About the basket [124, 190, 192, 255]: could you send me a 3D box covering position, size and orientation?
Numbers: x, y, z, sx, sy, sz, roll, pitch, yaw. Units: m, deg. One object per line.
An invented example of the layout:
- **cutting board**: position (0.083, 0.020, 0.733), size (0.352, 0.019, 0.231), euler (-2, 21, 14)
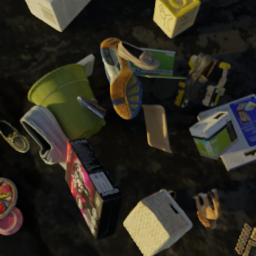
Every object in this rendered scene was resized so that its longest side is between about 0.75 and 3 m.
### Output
- **basket**: position (0.887, 2.964, 8.694), size (1.168, 1.452, 1.439), euler (-6, 48, -48)

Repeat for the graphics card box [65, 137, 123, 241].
- **graphics card box**: position (-1.065, 1.623, 7.864), size (0.642, 1.583, 2.523), euler (-9, 38, -30)

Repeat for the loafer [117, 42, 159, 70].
- **loafer**: position (0.312, -2.117, 8.224), size (1.335, 0.420, 0.480), euler (24, 68, 4)

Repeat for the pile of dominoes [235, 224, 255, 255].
- **pile of dominoes**: position (4.188, 3.917, 9.476), size (0.843, 0.172, 1.081), euler (28, 75, 8)

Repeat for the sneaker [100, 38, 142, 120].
- **sneaker**: position (-0.177, -1.535, 9.137), size (0.996, 1.166, 2.645), euler (-12, 83, -2)

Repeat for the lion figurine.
- **lion figurine**: position (2.209, 2.260, 7.629), size (0.569, 1.569, 0.961), euler (-15, 69, 3)

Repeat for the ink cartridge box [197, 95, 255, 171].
- **ink cartridge box**: position (4.127, 0.165, 10.422), size (2.305, 0.548, 2.332), euler (-19, 76, -7)

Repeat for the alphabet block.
- **alphabet block**: position (1.943, -4.754, 11.431), size (1.307, 1.331, 1.300), euler (-37, 78, -10)

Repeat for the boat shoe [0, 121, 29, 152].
- **boat shoe**: position (-4.196, 0.303, 10.122), size (1.504, 0.449, 0.537), euler (42, 79, 15)

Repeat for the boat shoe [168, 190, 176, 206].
- **boat shoe**: position (1.257, 2.650, 9.759), size (0.406, 0.343, 1.140), euler (37, 77, 10)

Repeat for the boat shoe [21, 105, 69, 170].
- **boat shoe**: position (-2.462, 0.637, 9.053), size (0.988, 0.968, 2.776), euler (-46, 115, -38)

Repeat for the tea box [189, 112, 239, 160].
- **tea box**: position (2.758, 0.224, 8.977), size (1.125, 0.751, 1.106), euler (-34, 109, -21)

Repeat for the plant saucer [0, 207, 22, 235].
- **plant saucer**: position (-4.148, 3.197, 9.653), size (0.942, 0.239, 0.942), euler (0, 74, 0)

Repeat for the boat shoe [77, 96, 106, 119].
- **boat shoe**: position (-1.116, -0.706, 8.721), size (1.009, 0.364, 0.365), euler (41, 73, -25)

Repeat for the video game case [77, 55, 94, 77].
- **video game case**: position (-2.049, -1.860, 10.341), size (1.795, 1.636, 0.197), euler (-37, 88, -14)

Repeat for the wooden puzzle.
- **wooden puzzle**: position (0.994, -0.020, 9.550), size (0.302, 1.499, 1.620), euler (-17, 101, -18)

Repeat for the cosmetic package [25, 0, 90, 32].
- **cosmetic package**: position (-2.919, -5.555, 11.456), size (1.734, 1.732, 2.102), euler (34, 76, 10)

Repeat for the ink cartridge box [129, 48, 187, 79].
- **ink cartridge box**: position (0.895, -2.284, 9.824), size (1.832, 2.479, 0.939), euler (-2, 105, -27)

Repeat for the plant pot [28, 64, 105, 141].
- **plant pot**: position (-1.873, -0.670, 9.614), size (2.228, 2.228, 2.116), euler (-33, 82, -9)

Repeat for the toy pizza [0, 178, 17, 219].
- **toy pizza**: position (-4.601, 2.457, 9.737), size (1.470, 0.233, 1.470), euler (-3, 64, 6)

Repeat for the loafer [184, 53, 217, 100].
- **loafer**: position (2.257, -1.573, 8.839), size (0.563, 0.567, 1.558), euler (30, 106, 44)

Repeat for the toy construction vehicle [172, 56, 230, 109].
- **toy construction vehicle**: position (2.670, -1.525, 10.205), size (1.709, 0.691, 1.963), euler (30, 111, 45)
